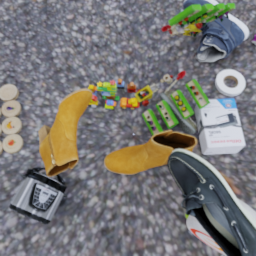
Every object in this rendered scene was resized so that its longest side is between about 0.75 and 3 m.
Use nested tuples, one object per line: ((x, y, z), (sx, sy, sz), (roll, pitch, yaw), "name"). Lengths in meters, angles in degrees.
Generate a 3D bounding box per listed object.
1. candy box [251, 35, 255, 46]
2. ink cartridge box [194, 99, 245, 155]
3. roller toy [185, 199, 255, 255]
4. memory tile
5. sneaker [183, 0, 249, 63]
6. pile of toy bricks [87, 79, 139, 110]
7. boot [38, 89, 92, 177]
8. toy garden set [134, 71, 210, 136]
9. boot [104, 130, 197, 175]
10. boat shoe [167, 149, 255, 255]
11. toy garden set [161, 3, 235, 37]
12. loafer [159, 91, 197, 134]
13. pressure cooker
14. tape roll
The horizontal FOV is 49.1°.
((5.723, -3.554, 11.117), (1.320, 0.403, 0.900), (-32, 70, -13), "candy box")
((3.044, -0.047, 9.425), (1.257, 0.732, 1.739), (-4, 67, -2), "ink cartridge box")
((2.662, 2.614, 7.725), (1.912, 1.744, 1.336), (32, 71, 13), "roller toy")
((-4.765, -0.214, 9.777), (2.077, 0.227, 2.710), (-12, 67, -5), "memory tile")
((2.927, -3.820, 10.843), (2.915, 1.108, 2.106), (39, 69, 14), "sneaker")
((-0.620, -1.299, 9.806), (2.075, 1.025, 1.151), (4, 67, 2), "pile of toy bricks")
((-1.352, 0.153, 6.586), (1.964, 0.691, 1.406), (-41, 54, 19), "boot")
((1.300, -0.993, 9.385), (2.178, 0.435, 1.815), (-34, 65, 20), "toy garden set")
((0.565, 0.678, 8.451), (2.727, 1.952, 0.959), (-4, 66, -1), "boot")
((1.349, 1.358, 4.874), (0.750, 0.845, 2.261), (-25, 69, -34), "boat shoe")
((1.746, -2.744, 7.432), (1.802, 1.502, 0.360), (-21, 93, -36), "toy garden set")
((1.831, -0.618, 9.693), (0.645, 0.696, 1.851), (-32, 70, -8), "loafer")
((-2.608, 1.928, 8.278), (1.320, 1.300, 1.478), (16, 66, 20), "pressure cooker")
((3.787, -1.678, 10.422), (1.086, 0.198, 1.086), (0, 67, 1), "tape roll")
